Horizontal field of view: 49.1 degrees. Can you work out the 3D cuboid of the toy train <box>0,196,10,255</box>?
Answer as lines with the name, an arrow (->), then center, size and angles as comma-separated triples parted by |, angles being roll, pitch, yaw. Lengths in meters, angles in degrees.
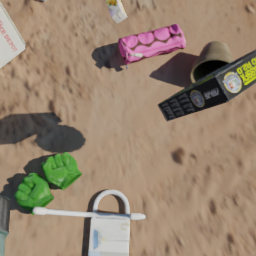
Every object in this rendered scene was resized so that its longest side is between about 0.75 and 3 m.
toy train -> -2.026, 1.837, 3.617 | 0.851, 1.138, 1.997 | 18, 40, -33

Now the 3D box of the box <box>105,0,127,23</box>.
box -> -0.287, -2.199, 4.660 | 0.192, 0.206, 0.993 | -27, 67, 20

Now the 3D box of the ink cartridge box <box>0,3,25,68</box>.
ink cartridge box -> -4.481, -2.170, 7.371 | 2.918, 2.120, 1.277 | -42, 77, -12

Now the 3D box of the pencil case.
pencil case -> 0.713, -2.403, 8.112 | 1.912, 0.896, 0.868 | -18, 113, -4

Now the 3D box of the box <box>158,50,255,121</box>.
box -> 1.303, -0.638, 4.121 | 1.251, 1.561, 0.346 | -32, 94, -21

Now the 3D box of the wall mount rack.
wall mount rack -> -0.882, 2.787, 6.325 | 2.492, 1.069, 2.868 | 2, 71, 1

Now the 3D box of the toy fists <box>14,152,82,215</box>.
toy fists -> -2.054, 1.321, 7.057 | 1.719, 0.591, 0.876 | -41, 76, -11

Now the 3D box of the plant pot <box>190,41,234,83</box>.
plant pot -> 2.428, -1.804, 7.836 | 1.246, 1.246, 1.081 | 13, 57, 4
